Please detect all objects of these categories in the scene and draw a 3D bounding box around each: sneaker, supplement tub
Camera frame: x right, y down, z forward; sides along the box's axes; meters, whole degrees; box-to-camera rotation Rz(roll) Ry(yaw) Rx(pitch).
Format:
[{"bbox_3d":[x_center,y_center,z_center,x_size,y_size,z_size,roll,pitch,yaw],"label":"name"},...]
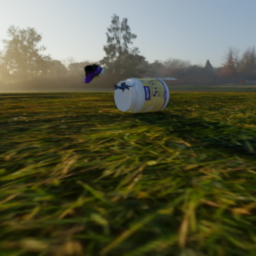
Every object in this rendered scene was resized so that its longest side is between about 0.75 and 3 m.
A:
[{"bbox_3d":[-1.375,-1.992,10.076,0.583,0.407,1.171,30,-31,-28],"label":"sneaker"},{"bbox_3d":[0.771,-1.857,16.118,2.706,1.967,1.967,-7,12,-37],"label":"supplement tub"}]

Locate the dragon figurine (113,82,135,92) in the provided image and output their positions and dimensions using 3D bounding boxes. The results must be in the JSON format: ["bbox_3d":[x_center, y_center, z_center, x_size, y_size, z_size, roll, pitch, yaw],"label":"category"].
[{"bbox_3d":[-0.192,-2.035,13.771,1.063,0.313,0.528,-13,-19,20],"label":"dragon figurine"}]
